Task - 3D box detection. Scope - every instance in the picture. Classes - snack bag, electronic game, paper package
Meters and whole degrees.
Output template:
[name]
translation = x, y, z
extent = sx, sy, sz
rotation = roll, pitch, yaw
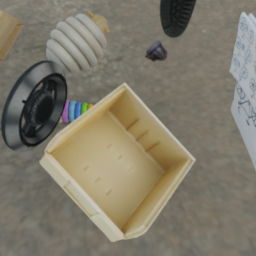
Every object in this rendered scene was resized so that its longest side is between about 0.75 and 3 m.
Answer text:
[snack bag]
translation = 2.609, -0.411, 5.703
extent = 0.305, 2.853, 2.690
rotation = -9, 50, 4
[electronic game]
translation = -1.534, -0.348, 4.765
extent = 0.340, 1.633, 1.633
rotation = 23, 61, 12
[paper package]
translation = -3.478, -2.510, 7.444
extent = 1.211, 0.627, 1.154
rotation = 33, 92, 46

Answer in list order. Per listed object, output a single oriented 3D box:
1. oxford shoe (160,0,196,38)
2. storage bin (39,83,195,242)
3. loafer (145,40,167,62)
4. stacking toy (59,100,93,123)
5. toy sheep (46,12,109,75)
[oxford shoe]
translation = 1.272, -3.244, 6.653
extent = 0.817, 0.949, 2.248
rotation = 10, 97, 15
[storage bin]
translation = -0.163, 0.611, 5.315
extent = 2.104, 0.986, 2.089
rotation = 48, 50, -1
[loafer]
translation = 0.837, -2.082, 7.979
extent = 0.602, 1.675, 0.527
rotation = -41, 94, 12
[stacking toy]
translation = -1.340, -0.472, 8.844
extent = 1.753, 0.748, 0.748
rotation = 5, 58, -4
[toy sheep]
translation = -1.255, -1.917, 6.657
extent = 1.389, 1.389, 2.014
rotation = 40, 85, 22
